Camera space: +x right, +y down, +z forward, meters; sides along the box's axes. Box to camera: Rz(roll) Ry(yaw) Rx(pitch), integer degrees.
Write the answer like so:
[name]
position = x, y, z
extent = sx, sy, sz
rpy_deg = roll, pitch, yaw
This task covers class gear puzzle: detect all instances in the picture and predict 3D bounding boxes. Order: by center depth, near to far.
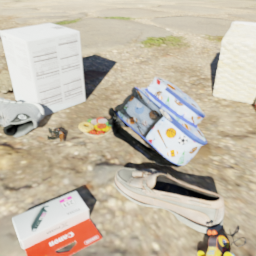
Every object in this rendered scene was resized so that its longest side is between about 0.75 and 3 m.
[gear puzzle]
position = -5.944, -1.903, 13.154
extent = 1.551, 0.392, 2.995
rpy_deg = 8, 35, 8

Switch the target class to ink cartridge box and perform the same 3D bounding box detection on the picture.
[ink cartridge box]
position = -1.606, 2.254, 6.314
extent = 1.614, 0.352, 1.401
rpy_deg = -19, 35, -28

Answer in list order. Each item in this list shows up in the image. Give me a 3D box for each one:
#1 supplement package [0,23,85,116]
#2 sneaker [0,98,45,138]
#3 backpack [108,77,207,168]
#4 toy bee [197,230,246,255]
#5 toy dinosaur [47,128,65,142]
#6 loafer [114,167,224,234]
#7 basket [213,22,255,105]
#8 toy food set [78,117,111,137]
[supplement package]
position = -3.375, -2.445, 11.455
extent = 2.236, 2.968, 2.253
rpy_deg = -26, 40, -36
[sneaker]
position = -4.458, -0.321, 9.927
extent = 2.709, 1.016, 1.564
rpy_deg = -1, 34, -3
[backpack]
position = 1.109, -0.156, 8.123
extent = 2.514, 2.033, 2.640
rpy_deg = 49, 21, 8
[toy bee]
position = 1.747, 2.467, 5.594
extent = 0.887, 0.736, 1.354
rpy_deg = -35, 3, 32
[toy dinosaur]
position = -2.439, 0.209, 9.633
extent = 0.596, 0.449, 0.879
rpy_deg = 0, 6, -31
[loafer]
position = 0.950, 1.500, 6.969
extent = 2.964, 0.932, 1.066
rpy_deg = 20, 37, 29
[basket]
position = 5.471, -2.693, 12.016
extent = 2.962, 2.936, 2.382
rpy_deg = 16, 39, 23
[toy food set]
position = -1.121, -0.043, 10.130
extent = 1.130, 0.275, 1.118
rpy_deg = 21, 37, 31
